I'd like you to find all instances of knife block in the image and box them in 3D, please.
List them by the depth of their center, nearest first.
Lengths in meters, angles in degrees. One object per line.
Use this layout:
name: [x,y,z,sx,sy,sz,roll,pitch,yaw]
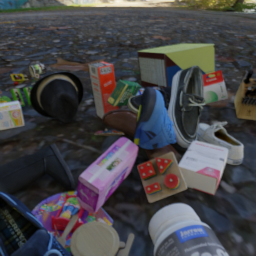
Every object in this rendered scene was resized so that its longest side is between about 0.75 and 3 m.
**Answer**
knife block: [4.945,-1.549,11.238,0.802,2.199,2.505,8,30,13]

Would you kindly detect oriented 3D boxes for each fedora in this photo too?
fedora: [-2.510,-0.948,10.426,2.288,2.288,1.045,-14,51,-23]

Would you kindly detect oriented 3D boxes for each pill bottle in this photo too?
pill bottle: [1.123,2.336,4.661,1.171,1.171,2.059,-8,30,-14]

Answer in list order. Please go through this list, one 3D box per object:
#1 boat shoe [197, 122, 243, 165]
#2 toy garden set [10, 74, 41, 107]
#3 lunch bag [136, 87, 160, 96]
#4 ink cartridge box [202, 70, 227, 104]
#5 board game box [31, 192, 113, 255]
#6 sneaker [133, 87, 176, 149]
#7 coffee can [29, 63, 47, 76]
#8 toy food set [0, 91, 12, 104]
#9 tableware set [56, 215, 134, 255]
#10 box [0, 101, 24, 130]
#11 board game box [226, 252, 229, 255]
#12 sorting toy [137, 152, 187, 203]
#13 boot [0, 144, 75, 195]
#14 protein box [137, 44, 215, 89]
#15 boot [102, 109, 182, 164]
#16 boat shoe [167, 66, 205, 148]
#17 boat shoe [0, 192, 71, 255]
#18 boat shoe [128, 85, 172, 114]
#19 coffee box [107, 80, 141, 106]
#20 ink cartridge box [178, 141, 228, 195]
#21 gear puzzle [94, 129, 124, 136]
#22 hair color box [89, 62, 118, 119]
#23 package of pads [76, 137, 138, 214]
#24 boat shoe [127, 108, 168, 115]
boat shoe: [2.984,0.204,9.320,0.852,0.983,2.305,-8,30,-14]
toy garden set: [-4.216,-1.838,12.549,1.963,0.392,1.636,-14,68,-33]
lunch bag: [0.876,-1.192,12.200,1.436,0.677,1.792,-5,28,-5]
ink cartridge box: [3.594,-1.712,11.846,0.966,1.200,0.301,-13,19,17]
board game box: [-1.334,2.004,6.595,1.584,0.390,2.005,-16,33,-32]
sneaker: [0.766,-0.139,7.060,1.151,2.936,0.968,12,71,3]
coffee can: [-5.220,-3.387,16.230,0.793,0.581,0.581,-25,38,-37]
toy food set: [-5.754,-1.152,12.051,1.281,0.711,2.177,-23,37,-36]
tableware set: [-0.873,2.762,5.264,1.493,0.453,2.259,14,33,14]
box: [-4.786,-0.433,10.664,1.427,0.803,0.723,-12,32,-23]
board game box: [1.669,2.882,5.237,0.974,0.249,1.437,-9,31,-16]
sorting toy: [0.824,1.233,7.220,1.043,0.365,1.050,-24,61,9]
boot: [-2.566,1.386,7.497,1.880,0.617,1.550,-23,55,-25]
protein box: [2.277,-2.968,13.609,2.682,1.823,2.702,-15,21,-20]
boot: [0.417,0.375,8.878,2.255,0.777,2.420,10,29,-20]
boat shoe: [1.993,-0.829,9.289,1.060,1.043,2.942,14,63,-25]
boat shoe: [-1.662,2.074,4.535,2.571,0.883,1.082,35,62,19]
boat shoe: [1.375,-1.079,10.338,2.844,0.885,1.061,-4,51,-13]
coffee box: [-0.117,-1.249,10.300,0.338,0.945,1.536,38,17,15]
ink cartridge box: [2.163,1.091,8.082,1.114,0.629,1.521,14,32,24]
gear puzzle: [-0.462,0.145,8.580,0.604,0.153,1.167,-6,-6,32]
hair color box: [-0.923,-1.411,10.897,0.652,2.128,1.080,-17,25,-21]
package of pads: [-0.489,1.116,6.833,0.666,1.061,1.761,29,43,16]
boat shoe: [0.749,-0.573,10.940,2.136,0.730,0.789,-26,45,-29]
